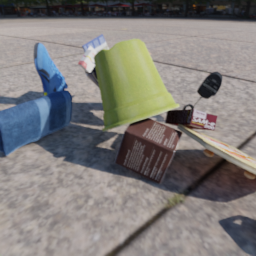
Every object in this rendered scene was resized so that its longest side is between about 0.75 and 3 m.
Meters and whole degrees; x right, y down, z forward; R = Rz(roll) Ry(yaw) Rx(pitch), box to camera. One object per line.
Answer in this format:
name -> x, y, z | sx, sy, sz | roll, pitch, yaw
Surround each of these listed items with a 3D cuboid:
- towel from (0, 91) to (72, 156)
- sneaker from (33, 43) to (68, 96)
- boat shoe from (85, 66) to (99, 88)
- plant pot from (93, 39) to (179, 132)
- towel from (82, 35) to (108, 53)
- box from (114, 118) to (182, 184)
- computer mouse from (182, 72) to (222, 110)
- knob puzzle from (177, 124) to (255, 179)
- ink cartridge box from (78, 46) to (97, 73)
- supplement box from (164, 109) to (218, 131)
towel -> -3.124, -0.255, 9.496 | 0.685, 1.576, 2.823 | 38, 44, 26
sneaker -> -3.226, -2.292, 12.097 | 1.156, 2.949, 0.972 | -2, 40, 4
boat shoe -> -0.472, -1.672, 11.619 | 1.053, 2.820, 1.307 | -59, 28, -9
plant pot -> 0.053, -1.334, 8.563 | 2.471, 2.271, 2.471 | -18, 1, 0
towel -> -1.218, -2.986, 12.042 | 0.203, 1.704, 1.251 | 14, 46, 44
box -> 0.611, 0.575, 8.157 | 1.483, 1.217, 1.230 | 23, 32, 10
computer mouse -> 2.790, -1.124, 10.828 | 0.688, 2.346, 0.399 | 37, 18, 4
knob puzzle -> 2.986, 0.946, 7.660 | 3.193, 0.443, 3.193 | 25, 9, -4
ink cartridge box -> -1.435, -2.583, 10.541 | 0.294, 0.507, 0.870 | 22, 77, 41
supplement box -> 1.912, -0.251, 8.763 | 0.878, 0.491, 1.614 | 13, -3, -19
